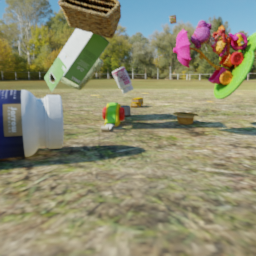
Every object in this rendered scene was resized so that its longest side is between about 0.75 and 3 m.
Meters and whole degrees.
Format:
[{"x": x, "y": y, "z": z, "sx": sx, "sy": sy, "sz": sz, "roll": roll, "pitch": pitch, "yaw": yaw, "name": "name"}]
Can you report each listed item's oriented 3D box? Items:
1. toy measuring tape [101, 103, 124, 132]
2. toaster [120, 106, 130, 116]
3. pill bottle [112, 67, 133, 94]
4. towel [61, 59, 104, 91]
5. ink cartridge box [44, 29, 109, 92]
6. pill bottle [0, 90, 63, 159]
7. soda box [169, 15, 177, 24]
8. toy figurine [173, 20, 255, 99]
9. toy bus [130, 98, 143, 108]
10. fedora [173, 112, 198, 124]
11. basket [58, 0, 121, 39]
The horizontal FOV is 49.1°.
[{"x": -0.672, "y": -0.515, "z": 11.165, "sx": 0.977, "sy": 0.977, "sz": 2.655, "roll": 1, "pitch": 10, "yaw": 7, "name": "toy measuring tape"}, {"x": -0.315, "y": -0.850, "z": 14.151, "sx": 0.792, "sy": 0.519, "sz": 0.875, "roll": -3, "pitch": 11, "yaw": -11, "name": "toaster"}, {"x": -0.208, "y": -1.949, "z": 11.544, "sx": 0.574, "sy": 1.012, "sz": 0.574, "roll": -26, "pitch": 10, "yaw": 5, "name": "pill bottle"}, {"x": -2.201, "y": -2.600, "z": 12.703, "sx": 0.444, "sy": 1.805, "sz": 2.433, "roll": 45, "pitch": -7, "yaw": -38, "name": "towel"}, {"x": -1.924, "y": -2.445, "z": 10.188, "sx": 0.768, "sy": 2.591, "sz": 1.345, "roll": 27, "pitch": 16, "yaw": -41, "name": "ink cartridge box"}, {"x": -3.010, "y": -0.080, "z": 6.603, "sx": 2.823, "sy": 1.634, "sz": 1.634, "roll": -4, "pitch": 11, "yaw": -18, "name": "pill bottle"}, {"x": 1.795, "y": -4.324, "z": 11.193, "sx": 0.260, "sy": 0.275, "sz": 0.813, "roll": -5, "pitch": 16, "yaw": 13, "name": "soda box"}, {"x": 3.134, "y": -2.987, "z": 10.582, "sx": 2.675, "sy": 2.907, "sz": 2.182, "roll": 29, "pitch": 7, "yaw": -10, "name": "toy figurine"}, {"x": 0.595, "y": -1.688, "z": 18.656, "sx": 0.484, "sy": 0.582, "sz": 1.487, "roll": 4, "pitch": 11, "yaw": 19, "name": "toy bus"}, {"x": 2.423, "y": -0.409, "z": 11.857, "sx": 1.120, "sy": 0.457, "sz": 1.120, "roll": 4, "pitch": 8, "yaw": -1, "name": "fedora"}, {"x": -1.037, "y": -3.560, "z": 8.250, "sx": 1.584, "sy": 1.131, "sz": 1.180, "roll": 19, "pitch": -11, "yaw": 9, "name": "basket"}]
